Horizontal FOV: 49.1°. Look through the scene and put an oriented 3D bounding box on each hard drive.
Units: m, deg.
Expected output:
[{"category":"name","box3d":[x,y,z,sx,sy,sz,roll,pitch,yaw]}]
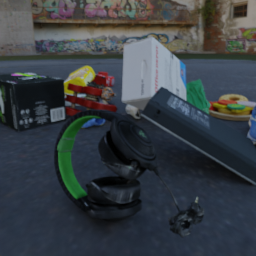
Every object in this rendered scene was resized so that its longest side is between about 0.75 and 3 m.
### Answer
[{"category":"hard drive","box3d":[1.809,0.041,6.792,2.873,0.472,2.005,31,22,4]}]

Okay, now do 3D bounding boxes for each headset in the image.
[{"category":"headset","box3d":[-0.189,0.761,4.463,2.872,1.774,1.349,22,13,27]}]

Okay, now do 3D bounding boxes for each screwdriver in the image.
[{"category":"screwdriver","box3d":[-1.835,-1.314,12.732,2.736,0.398,0.382,22,15,20]}]

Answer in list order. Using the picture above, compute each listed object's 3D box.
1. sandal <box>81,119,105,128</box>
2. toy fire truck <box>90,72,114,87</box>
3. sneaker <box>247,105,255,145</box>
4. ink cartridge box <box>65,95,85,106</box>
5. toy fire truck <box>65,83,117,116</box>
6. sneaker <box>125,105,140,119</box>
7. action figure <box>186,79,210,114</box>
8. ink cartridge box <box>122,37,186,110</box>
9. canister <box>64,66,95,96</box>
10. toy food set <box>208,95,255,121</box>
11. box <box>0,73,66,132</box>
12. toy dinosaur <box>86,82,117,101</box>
[{"category":"sandal","box3d":[-1.260,-0.246,9.818,1.094,0.435,0.476,-12,4,-28]},{"category":"toy fire truck","box3d":[-1.692,-3.440,19.738,1.953,0.675,2.769,-10,23,-43]},{"category":"sneaker","box3d":[4.187,-0.231,8.618,0.968,1.098,2.463,3,26,16]},{"category":"ink cartridge box","box3d":[-2.499,-1.334,13.423,1.029,0.428,0.755,0,18,0]},{"category":"toy fire truck","box3d":[-1.413,-0.967,11.224,2.206,1.237,1.852,15,7,37]},{"category":"sneaker","box3d":[0.189,-0.678,11.184,0.567,0.525,1.398,-10,19,3]},{"category":"action figure","box3d":[2.841,-1.128,11.761,1.363,0.631,2.308,-29,36,10]},{"category":"ink cartridge box","box3d":[1.018,-1.640,9.985,1.182,2.046,2.803,-5,-12,34]},{"category":"canister","box3d":[-2.810,-2.570,15.589,1.553,0.905,2.092,-22,23,18]},{"category":"toy food set","box3d":[4.441,-0.852,11.583,2.486,0.605,2.460,-10,20,-29]},{"category":"box","box3d":[-3.947,-1.121,10.672,2.697,1.676,2.003,18,24,41]},{"category":"toy dinosaur","box3d":[-1.213,-1.541,13.277,1.421,1.069,2.093,3,-10,7]}]
